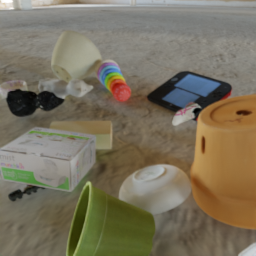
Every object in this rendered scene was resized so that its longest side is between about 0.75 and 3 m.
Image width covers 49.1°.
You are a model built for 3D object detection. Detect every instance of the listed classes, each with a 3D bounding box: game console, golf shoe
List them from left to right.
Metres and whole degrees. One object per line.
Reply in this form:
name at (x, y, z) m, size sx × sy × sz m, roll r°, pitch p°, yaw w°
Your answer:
golf shoe at (1.985, -0.447, 9.585) m, size 1.132 × 0.411 × 0.521 m, roll -38°, pitch 37°, yaw -8°
game console at (2.441, -1.393, 11.188) m, size 2.394 × 0.420 × 2.707 m, roll -33°, pitch 41°, yaw -26°

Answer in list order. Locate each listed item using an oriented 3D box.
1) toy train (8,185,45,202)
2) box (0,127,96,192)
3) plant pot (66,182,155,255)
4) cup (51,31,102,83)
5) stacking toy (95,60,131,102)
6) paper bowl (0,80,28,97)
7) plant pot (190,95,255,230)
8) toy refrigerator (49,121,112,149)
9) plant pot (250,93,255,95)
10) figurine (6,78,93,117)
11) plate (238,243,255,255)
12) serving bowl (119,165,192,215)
toy train at (-2.334, 1.464, 6.750) m, size 0.256 × 0.191 × 1.119 m, roll 20°, pitch 27°, yaw 41°
box at (-1.974, 0.717, 7.203) m, size 1.860 × 0.899 × 1.641 m, roll 7°, pitch 22°, yaw 12°
plant pot at (-0.268, 1.825, 5.075) m, size 1.338 × 1.409 × 1.409 m, roll 17°, pitch 27°, yaw -13°
cup at (-2.669, -3.116, 13.275) m, size 2.327 × 2.327 × 1.664 m, roll 18°, pitch 62°, yaw 28°
stacking toy at (-0.558, -2.009, 12.202) m, size 1.158 × 1.158 × 2.713 m, roll -11°, pitch 36°, yaw -18°
paper bowl at (-4.815, -1.573, 11.841) m, size 1.080 × 0.562 × 1.080 m, roll 0°, pitch 29°, yaw 0°
plant pot at (2.639, 0.486, 6.088) m, size 2.744 × 1.921 × 2.744 m, roll -13°, pitch 22°, yaw 5°
toy refrigerator at (-1.437, 0.242, 8.579) m, size 1.854 × 0.649 × 0.704 m, roll -1°, pitch 35°, yaw 0°
plant pot at (4.815, -0.556, 9.787) m, size 1.516 × 0.700 × 1.516 m, roll 2°, pitch 39°, yaw -2°
figurine at (-2.726, -1.165, 10.079) m, size 2.294 × 1.012 × 2.351 m, roll 4°, pitch 26°, yaw 38°
plate at (3.073, 2.094, 3.144) m, size 2.820 × 0.456 × 2.814 m, roll -11°, pitch 33°, yaw -36°
serving bowl at (0.535, 1.250, 6.269) m, size 1.665 × 0.548 × 1.665 m, roll -17°, pitch 14°, yaw 4°
